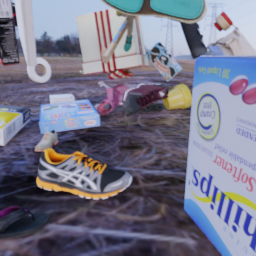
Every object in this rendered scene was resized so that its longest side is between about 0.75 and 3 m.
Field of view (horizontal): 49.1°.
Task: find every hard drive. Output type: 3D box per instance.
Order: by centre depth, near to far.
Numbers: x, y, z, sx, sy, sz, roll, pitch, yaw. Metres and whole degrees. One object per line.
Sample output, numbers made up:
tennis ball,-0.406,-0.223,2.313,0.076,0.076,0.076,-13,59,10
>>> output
hard drive,-2.450,-2.607,6.612,0.256,1.951,1.287,-12,62,-22

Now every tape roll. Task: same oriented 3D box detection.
tape roll,-8.666,-5.591,27.296,0.445,2.438,2.438,-2,10,40

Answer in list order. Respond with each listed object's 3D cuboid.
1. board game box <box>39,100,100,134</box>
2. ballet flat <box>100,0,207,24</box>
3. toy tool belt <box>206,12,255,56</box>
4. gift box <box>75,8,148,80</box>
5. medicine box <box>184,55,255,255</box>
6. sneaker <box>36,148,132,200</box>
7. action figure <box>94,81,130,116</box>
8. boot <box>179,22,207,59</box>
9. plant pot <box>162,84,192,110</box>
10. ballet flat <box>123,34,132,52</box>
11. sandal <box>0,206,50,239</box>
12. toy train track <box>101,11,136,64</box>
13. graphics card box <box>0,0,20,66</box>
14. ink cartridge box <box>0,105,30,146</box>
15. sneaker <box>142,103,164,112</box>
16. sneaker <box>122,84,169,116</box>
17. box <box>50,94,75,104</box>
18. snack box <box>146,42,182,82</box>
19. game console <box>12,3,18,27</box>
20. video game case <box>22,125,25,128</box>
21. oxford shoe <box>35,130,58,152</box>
board game box,-2.426,-0.533,11.242,2.132,0.516,2.819,-8,18,-13
ballet flat,0.495,-3.180,6.977,2.923,0.986,0.911,20,18,3
toy tool belt,3.383,-2.553,9.664,1.512,2.460,1.536,-38,-10,30
gift box,-0.764,-3.580,12.640,2.992,2.794,2.761,-6,10,20
medicine box,1.912,0.453,3.594,1.372,2.666,2.429,-2,15,-14
sneaker,-0.935,0.897,5.703,2.039,0.788,0.798,4,13,9
action figure,-0.773,-1.099,12.865,1.825,1.642,2.452,27,29,3
boot,1.922,-3.355,9.388,0.708,2.157,1.778,-11,12,39
plant pot,2.418,-1.461,14.189,1.165,1.238,1.238,-21,20,-13
ballet flat,0.004,-2.928,9.449,0.267,0.284,0.787,5,-30,-4
sandal,-1.978,1.461,4.376,1.444,0.346,0.543,-3,15,-12
toy train track,-0.265,-2.963,8.165,0.425,2.614,1.499,21,-26,7
graphics card box,-3.549,-3.002,7.851,0.545,2.141,1.343,-14,42,-25
ink cartridge box,-4.988,-0.261,8.938,2.967,0.697,2.932,7,16,-8
sneaker,1.092,-1.010,13.845,1.277,0.485,0.579,3,4,-15
sneaker,0.554,-0.872,7.615,0.999,0.654,1.729,-4,25,27
box,-3.249,-1.210,13.825,1.142,0.746,1.136,-4,15,-16
snack box,1.556,-2.895,12.322,0.288,1.551,0.901,-40,-1,-37
game console,-3.757,-3.691,9.107,0.855,0.756,0.133,12,36,-2
video game case,-5.168,0.049,9.947,2.190,0.279,1.979,1,15,9
oxford shoe,-2.452,0.377,8.323,0.435,0.454,1.230,1,15,4
